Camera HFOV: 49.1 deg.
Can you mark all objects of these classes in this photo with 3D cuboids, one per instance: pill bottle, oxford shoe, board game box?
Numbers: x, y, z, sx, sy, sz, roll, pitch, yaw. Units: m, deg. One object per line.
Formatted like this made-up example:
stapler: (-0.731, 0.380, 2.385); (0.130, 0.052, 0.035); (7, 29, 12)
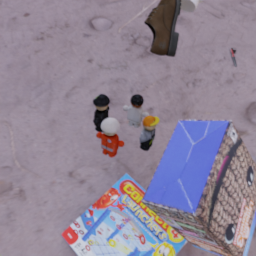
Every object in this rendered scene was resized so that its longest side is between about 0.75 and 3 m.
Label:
pill bottle: (2.143, -4.504, 8.867); (0.892, 0.892, 1.492); (25, 82, 16)
oxford shoe: (0.994, -3.330, 8.158); (1.008, 2.388, 0.868); (3, 11, -1)
board game box: (1.732, 1.326, 5.866); (1.195, 2.467, 1.967); (2, 55, 45)
board game box: (-0.042, 3.080, 7.895); (2.624, 0.733, 2.569); (39, 65, 23)

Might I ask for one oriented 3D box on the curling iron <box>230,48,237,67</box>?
curling iron: (4.732, -3.162, 12.456); (0.281, 0.145, 1.135); (5, 56, 2)

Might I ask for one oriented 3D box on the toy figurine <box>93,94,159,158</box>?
toy figurine: (-0.098, -0.150, 6.737); (1.458, 1.031, 1.481); (-7, 40, -13)
